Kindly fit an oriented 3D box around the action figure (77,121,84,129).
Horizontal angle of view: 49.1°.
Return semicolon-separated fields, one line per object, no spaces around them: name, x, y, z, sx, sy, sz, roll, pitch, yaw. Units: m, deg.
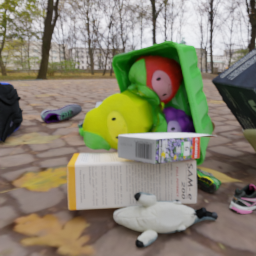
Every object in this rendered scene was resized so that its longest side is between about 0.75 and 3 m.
action figure;-1.647;0.033;11.067;0.899;0.416;1.523;33;-4;-26

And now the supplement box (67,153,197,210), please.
supplement box;0.026;1.006;5.775;2.380;0.875;1.500;-2;3;-5

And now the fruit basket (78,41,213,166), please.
fruit basket;0.441;-0.366;6.568;2.238;3.102;3.102;-1;9;44

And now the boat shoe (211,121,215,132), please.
boat shoe;2.641;-0.151;11.618;1.849;0.659;0.597;9;-1;11

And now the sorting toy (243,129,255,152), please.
sorting toy;3.112;0.516;6.103;0.203;1.130;1.516;-31;-2;2

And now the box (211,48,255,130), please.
box;4.047;-0.485;7.303;1.730;2.897;2.946;-37;12;7

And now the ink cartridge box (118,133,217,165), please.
ink cartridge box;0.782;0.344;5.294;1.778;0.448;0.969;0;3;-41

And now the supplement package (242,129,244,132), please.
supplement package;5.705;-0.402;11.904;1.049;1.036;1.729;11;17;40

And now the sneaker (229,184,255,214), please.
sneaker;2.563;1.352;5.574;1.150;0.497;0.462;-6;16;-28

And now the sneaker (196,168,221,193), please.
sneaker;1.713;1.169;6.568;0.424;0.389;0.996;-5;27;-39

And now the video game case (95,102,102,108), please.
video game case;-0.181;-0.833;12.869;2.724;0.300;2.479;-5;21;0

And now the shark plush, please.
shark plush;0.691;1.470;4.944;1.835;0.833;0.764;-9;-15;-17

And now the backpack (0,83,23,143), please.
backpack;-5.448;-0.746;10.850;2.273;2.201;2.709;-2;14;2

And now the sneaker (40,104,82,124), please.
sneaker;-3.180;-0.583;13.710;2.053;0.764;0.899;-16;29;-20
